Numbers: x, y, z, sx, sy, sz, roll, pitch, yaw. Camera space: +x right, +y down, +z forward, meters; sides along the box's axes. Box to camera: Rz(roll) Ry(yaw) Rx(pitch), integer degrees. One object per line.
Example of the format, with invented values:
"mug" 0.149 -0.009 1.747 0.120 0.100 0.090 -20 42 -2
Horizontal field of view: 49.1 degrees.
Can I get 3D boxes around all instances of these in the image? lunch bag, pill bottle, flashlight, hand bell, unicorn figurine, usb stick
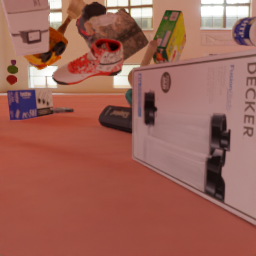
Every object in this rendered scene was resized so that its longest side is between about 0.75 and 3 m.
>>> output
"lunch bag" -0.618 -3.902 12.401 2.395 2.009 1.669 -38 12 -17
"pill bottle" 4.136 -3.085 8.982 0.910 0.910 1.520 -2 19 -16
"flashlight" -0.996 -2.924 7.584 0.691 0.688 2.033 14 4 -18
"hand bell" -2.186 -3.869 10.119 0.824 1.582 0.824 29 -9 5
"unicorn figurine" -0.484 -2.449 6.466 1.134 0.419 0.779 -10 43 -25
"usb stick" -0.068 -0.268 8.282 0.453 0.770 2.777 33 -11 -31

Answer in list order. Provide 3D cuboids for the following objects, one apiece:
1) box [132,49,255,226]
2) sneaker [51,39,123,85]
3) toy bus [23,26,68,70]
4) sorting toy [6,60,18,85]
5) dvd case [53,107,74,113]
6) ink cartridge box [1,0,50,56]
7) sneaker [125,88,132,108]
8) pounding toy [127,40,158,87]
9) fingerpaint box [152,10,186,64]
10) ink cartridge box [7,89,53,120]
"box" 1.048 -0.090 3.745 0.871 1.689 2.896 -4 10 -25
"sneaker" -1.413 -2.355 9.709 2.605 0.870 1.396 -12 -29 -13
"toy bus" -2.625 -2.225 8.494 1.341 0.910 1.287 -49 -1 -39
"sorting toy" -3.529 -1.655 8.546 0.312 0.899 0.310 4 -28 -22
"dvd case" -3.804 -0.902 14.379 1.708 0.188 1.247 -4 9 -31
"ink cartridge box" -2.256 -2.635 6.011 0.824 1.435 1.976 -15 -5 -18
"sneaker" 0.557 -0.590 8.265 1.562 0.605 0.622 44 -3 -4
"pounding toy" 0.777 -0.430 6.490 1.163 2.507 1.935 -41 -1 -13
"fingerpaint box" 1.677 -3.448 11.487 0.740 2.016 1.682 13 -21 24
"ink cartridge box" -4.045 -1.034 11.853 0.553 1.176 2.502 0 9 14
